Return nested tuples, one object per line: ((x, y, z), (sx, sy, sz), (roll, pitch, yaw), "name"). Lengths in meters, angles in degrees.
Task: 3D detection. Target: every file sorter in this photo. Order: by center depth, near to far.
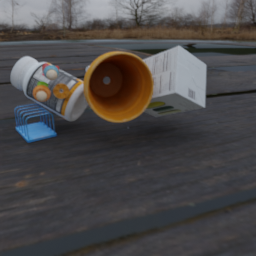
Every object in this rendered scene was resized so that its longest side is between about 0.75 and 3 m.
((-3.157, -0.215, 9.428), (0.957, 0.846, 1.380), (-14, 25, -33), "file sorter")

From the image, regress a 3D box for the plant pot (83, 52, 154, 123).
((-0.475, -1.350, 8.537), (1.974, 1.974, 1.807), (-7, 20, -17), "plant pot")

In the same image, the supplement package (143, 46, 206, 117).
((1.279, -1.423, 9.348), (1.567, 1.556, 2.065), (19, -19, -41), "supplement package")

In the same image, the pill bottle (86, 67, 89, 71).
((-2.157, -3.894, 18.710), (0.760, 0.760, 1.372), (16, 27, 34), "pill bottle")

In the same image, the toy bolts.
((-2.212, -1.268, 8.276), (1.077, 1.128, 0.782), (7, 23, -21), "toy bolts")

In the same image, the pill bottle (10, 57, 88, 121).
((-2.680, -1.397, 9.778), (2.521, 1.467, 1.467), (29, 28, 8), "pill bottle")
